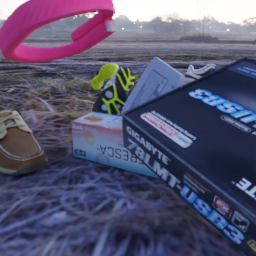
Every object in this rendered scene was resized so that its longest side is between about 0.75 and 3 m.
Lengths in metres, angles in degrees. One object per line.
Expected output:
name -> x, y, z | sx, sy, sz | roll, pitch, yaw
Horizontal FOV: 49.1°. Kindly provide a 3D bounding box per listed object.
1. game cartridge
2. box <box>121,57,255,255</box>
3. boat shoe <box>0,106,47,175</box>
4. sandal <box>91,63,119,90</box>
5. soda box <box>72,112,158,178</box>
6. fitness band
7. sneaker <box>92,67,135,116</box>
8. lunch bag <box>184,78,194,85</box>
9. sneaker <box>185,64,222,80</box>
game cartridge -> 0.481, -0.592, 5.463 | 0.275, 1.357, 0.905 | 10, 29, -48
box -> 1.873, 0.162, 3.678 | 2.862, 0.716, 2.883 | -25, 43, -28
boat shoe -> -2.340, 0.123, 5.314 | 0.896, 0.875, 2.369 | -19, 28, -39
sandal -> -0.853, -2.078, 11.099 | 1.453, 0.578, 0.633 | -32, -6, 39
soda box -> 0.078, 0.288, 5.068 | 2.232, 0.763, 0.710 | 11, 22, 27
fitness band -> -1.418, -1.880, 5.559 | 1.962, 0.511, 2.733 | -17, 4, -39
sneaker -> -0.376, -0.744, 6.909 | 0.665, 0.674, 1.765 | 39, 50, -9
lunch bag -> 1.378, -0.301, 6.147 | 1.731, 1.241, 2.111 | 16, 31, 33
sneaker -> 3.728, -2.082, 11.602 | 2.687, 1.067, 1.054 | 6, 18, 12
